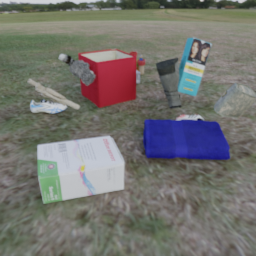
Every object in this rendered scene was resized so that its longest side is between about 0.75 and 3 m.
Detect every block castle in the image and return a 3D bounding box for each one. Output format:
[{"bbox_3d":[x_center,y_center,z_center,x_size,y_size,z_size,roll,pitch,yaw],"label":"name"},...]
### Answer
[{"bbox_3d":[-0.073,-4.469,18.672,1.916,1.345,2.868,-5,28,-10],"label":"block castle"}]

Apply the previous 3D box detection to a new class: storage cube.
[{"bbox_3d":[-1.047,-2.530,13.902,2.474,2.224,2.115,-17,32,-28],"label":"storage cube"}]

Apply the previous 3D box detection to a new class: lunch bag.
[{"bbox_3d":[3.435,-0.890,9.091,1.263,1.036,0.743,1,46,-44],"label":"lunch bag"}]

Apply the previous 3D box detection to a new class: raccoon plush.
[{"bbox_3d":[-2.062,-2.272,11.363,1.563,0.756,1.048,12,29,-37],"label":"raccoon plush"}]

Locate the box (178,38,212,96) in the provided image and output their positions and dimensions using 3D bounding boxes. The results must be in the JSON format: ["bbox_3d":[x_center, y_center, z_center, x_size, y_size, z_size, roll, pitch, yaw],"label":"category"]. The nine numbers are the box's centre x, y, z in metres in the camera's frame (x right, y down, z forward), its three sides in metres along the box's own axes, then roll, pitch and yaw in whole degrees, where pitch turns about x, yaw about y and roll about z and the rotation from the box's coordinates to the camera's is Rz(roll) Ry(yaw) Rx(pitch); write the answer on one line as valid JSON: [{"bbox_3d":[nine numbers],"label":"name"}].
[{"bbox_3d":[2.755,-2.604,12.105,0.951,2.310,0.568,12,10,-19],"label":"box"}]

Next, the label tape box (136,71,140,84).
[{"bbox_3d":[-0.600,-3.058,16.593,2.204,0.728,1.579,-8,28,-19],"label":"label tape box"}]

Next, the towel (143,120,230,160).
[{"bbox_3d":[1.936,0.455,9.852,2.803,0.695,2.070,1,34,2],"label":"towel"}]

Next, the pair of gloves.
[{"bbox_3d":[-2.631,-1.107,9.645,1.569,0.323,1.845,31,-3,-36],"label":"pair of gloves"}]

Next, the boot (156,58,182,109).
[{"bbox_3d":[1.732,-1.818,11.479,0.928,1.791,2.742,-10,19,16],"label":"boot"}]

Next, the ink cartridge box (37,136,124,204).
[{"bbox_3d":[-1.374,1.123,8.076,2.259,0.988,1.641,-9,29,-14],"label":"ink cartridge box"}]

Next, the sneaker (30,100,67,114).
[{"bbox_3d":[-3.602,-0.978,12.660,1.637,0.593,0.588,0,26,-3],"label":"sneaker"}]

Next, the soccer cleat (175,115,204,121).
[{"bbox_3d":[2.521,-0.293,11.496,1.269,0.436,0.541,-7,24,-24],"label":"soccer cleat"}]
